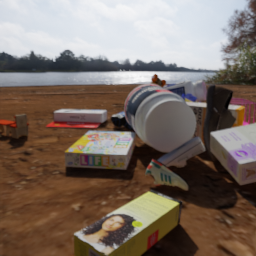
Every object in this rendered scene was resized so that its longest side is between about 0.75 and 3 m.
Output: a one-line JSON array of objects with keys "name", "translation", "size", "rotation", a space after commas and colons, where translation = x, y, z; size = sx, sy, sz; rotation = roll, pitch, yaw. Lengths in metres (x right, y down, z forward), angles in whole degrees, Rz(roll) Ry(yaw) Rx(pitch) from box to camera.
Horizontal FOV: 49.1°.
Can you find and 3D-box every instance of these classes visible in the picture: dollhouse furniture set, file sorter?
[{"name": "dollhouse furniture set", "translation": [-5.433, -0.187, 12.808], "size": [1.951, 1.016, 1.973], "rotation": [8, 15, 32]}, {"name": "file sorter", "translation": [5.468, -0.705, 14.178], "size": [1.582, 1.428, 2.276], "rotation": [0, 13, 0]}]

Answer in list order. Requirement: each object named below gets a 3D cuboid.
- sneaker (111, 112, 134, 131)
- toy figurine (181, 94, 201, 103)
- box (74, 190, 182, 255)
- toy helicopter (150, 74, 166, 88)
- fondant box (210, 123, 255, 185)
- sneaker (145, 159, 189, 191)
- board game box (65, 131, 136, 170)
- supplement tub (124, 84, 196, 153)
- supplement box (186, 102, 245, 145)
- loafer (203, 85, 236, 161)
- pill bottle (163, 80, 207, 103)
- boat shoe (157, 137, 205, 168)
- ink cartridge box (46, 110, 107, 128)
[{"name": "sneaker", "translation": [0.053, -0.437, 13.961], "size": [0.842, 0.828, 2.186], "rotation": [-35, 33, -30]}, {"name": "toy figurine", "translation": [2.754, -1.001, 12.361], "size": [0.894, 1.015, 1.694], "rotation": [-34, 52, -29]}, {"name": "box", "translation": [0.099, 1.812, 5.063], "size": [0.809, 0.538, 2.149], "rotation": [12, 17, 38]}, {"name": "toy helicopter", "translation": [1.484, -2.119, 17.093], "size": [0.870, 2.206, 1.459], "rotation": [29, -40, -26]}, {"name": "fondant box", "translation": [3.737, 0.555, 7.701], "size": [2.388, 0.696, 1.723], "rotation": [-13, 27, -5]}, {"name": "sneaker", "translation": [1.011, 1.373, 7.414], "size": [1.246, 0.582, 0.439], "rotation": [35, 0, 24]}, {"name": "board game box", "translation": [-0.833, 0.703, 10.019], "size": [1.953, 0.497, 2.906], "rotation": [2, 13, 7]}, {"name": "supplement tub", "translation": [1.090, -0.449, 10.496], "size": [2.055, 2.055, 2.928], "rotation": [-3, 18, -12]}, {"name": "supplement box", "translation": [3.241, -0.143, 11.323], "size": [2.533, 1.596, 0.931], "rotation": [8, 16, 33]}, {"name": "loafer", "translation": [3.131, -0.241, 9.499], "size": [0.978, 2.754, 1.006], "rotation": [-1, -18, 25]}, {"name": "pill bottle", "translation": [3.281, -2.006, 17.333], "size": [2.933, 1.628, 1.628], "rotation": [-11, 7, 27]}, {"name": "boat shoe", "translation": [1.557, 0.919, 8.519], "size": [1.708, 0.561, 0.615], "rotation": [-31, 3, -8]}, {"name": "ink cartridge box", "translation": [-2.760, -0.544, 15.333], "size": [2.763, 0.618, 2.435], "rotation": [1, 12, 8]}]
